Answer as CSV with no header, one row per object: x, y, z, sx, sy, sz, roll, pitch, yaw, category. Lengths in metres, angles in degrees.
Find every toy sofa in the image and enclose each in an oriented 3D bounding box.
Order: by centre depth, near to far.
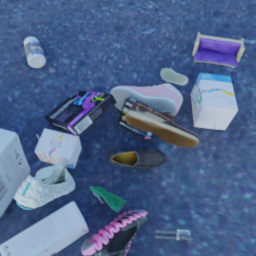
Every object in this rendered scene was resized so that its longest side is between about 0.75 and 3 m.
3.747,-3.255,11.707,1.970,0.816,0.961,11,59,6,toy sofa

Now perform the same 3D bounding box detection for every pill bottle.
-3.934,-3.178,11.722,0.711,0.711,1.250,-19,61,-11,pill bottle

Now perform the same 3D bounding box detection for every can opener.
1.318,3.072,8.068,1.096,0.364,0.289,7,69,-8,can opener

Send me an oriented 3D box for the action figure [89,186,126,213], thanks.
-0.686,2.123,8.583,1.198,0.327,0.707,30,20,16,action figure

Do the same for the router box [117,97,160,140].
0.390,-0.325,9.814,1.357,1.017,0.421,28,29,16,router box

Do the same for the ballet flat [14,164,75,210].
-2.098,1.488,7.813,0.977,2.724,0.977,0,91,9,ballet flat

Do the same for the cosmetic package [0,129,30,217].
-4.568,1.158,8.200,2.349,1.966,1.954,14,48,9,cosmetic package

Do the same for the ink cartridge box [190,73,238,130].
2.998,-0.926,9.966,1.171,1.176,1.603,6,53,-3,ink cartridge box

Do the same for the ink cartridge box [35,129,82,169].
-2.370,0.689,9.309,1.375,0.884,0.861,12,61,5,ink cartridge box

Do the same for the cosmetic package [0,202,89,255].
-2.230,3.061,7.761,2.174,1.105,0.805,-28,64,-17,cosmetic package

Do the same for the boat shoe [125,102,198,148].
1.117,-0.171,8.692,2.385,0.860,0.858,22,65,15,boat shoe

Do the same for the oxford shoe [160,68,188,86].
1.722,-1.874,10.448,1.283,0.370,0.482,31,104,40,oxford shoe

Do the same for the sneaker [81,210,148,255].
-0.226,3.202,8.022,2.161,0.854,1.031,-30,91,-20,sneaker

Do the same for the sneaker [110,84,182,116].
0.742,-1.106,10.418,2.679,1.008,1.401,13,33,25,sneaker

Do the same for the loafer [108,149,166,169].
0.303,1.036,9.087,1.913,0.692,0.696,-3,91,-2,loafer

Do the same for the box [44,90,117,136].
-1.714,-0.599,9.607,1.725,0.436,2.413,-44,31,-23,box
